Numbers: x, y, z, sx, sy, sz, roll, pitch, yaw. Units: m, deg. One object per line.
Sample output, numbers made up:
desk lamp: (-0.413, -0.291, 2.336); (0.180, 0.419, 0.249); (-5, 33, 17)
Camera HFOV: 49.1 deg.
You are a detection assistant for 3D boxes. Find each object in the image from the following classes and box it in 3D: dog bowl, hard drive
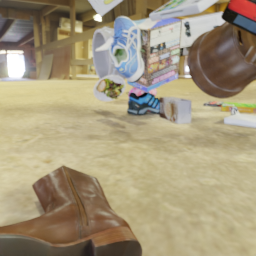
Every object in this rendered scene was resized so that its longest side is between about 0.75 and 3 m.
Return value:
dog bowl: (-0.889, -3.158, 12.313); (0.756, 2.579, 2.579); (-11, 16, -22)
hard drive: (5.112, -0.239, 11.087); (2.111, 0.282, 1.393); (12, 17, 42)

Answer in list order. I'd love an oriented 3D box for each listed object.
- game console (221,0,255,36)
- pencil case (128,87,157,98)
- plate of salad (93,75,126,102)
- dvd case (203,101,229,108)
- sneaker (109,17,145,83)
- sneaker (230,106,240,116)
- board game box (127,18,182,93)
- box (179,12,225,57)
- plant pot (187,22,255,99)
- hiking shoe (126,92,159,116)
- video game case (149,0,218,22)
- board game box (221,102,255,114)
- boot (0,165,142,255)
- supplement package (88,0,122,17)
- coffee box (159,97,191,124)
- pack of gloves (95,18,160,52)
game console: (3.125, -2.477, 6.873); (1.725, 1.024, 1.486); (28, -13, 4)
pencil case: (0.960, -2.155, 17.697); (1.177, 1.177, 2.692); (5, 13, 20)
plate of salad: (-0.402, -0.856, 6.289); (0.761, 0.761, 0.183); (-6, 48, -24)
dvd case: (5.454, -1.362, 16.367); (1.744, 0.192, 1.273); (7, 14, 33)
sneaker: (-0.086, -2.296, 7.701); (0.799, 2.112, 0.813); (-28, -29, 30)
sneaker: (4.916, -0.738, 12.749); (0.821, 0.534, 0.328); (-10, 17, -39)
board game box: (1.067, -3.129, 11.778); (2.051, 2.573, 1.246); (-28, 42, -34)
box: (3.262, -4.244, 12.768); (2.540, 1.482, 0.764); (-10, -18, 3)
plant pot: (3.689, -2.508, 9.290); (2.649, 2.649, 2.623); (-2, -4, -10)
hiking shoe: (1.180, -1.257, 13.661); (2.637, 1.143, 0.981); (-7, 14, -29)
video game case: (1.647, -2.998, 6.336); (1.877, 0.207, 1.711); (-38, 28, -16)
board game box: (6.311, -1.011, 14.344); (2.808, 0.421, 1.341); (3, 14, 26)
boot: (-1.208, 1.121, 3.820); (2.210, 0.761, 2.371); (9, 11, -25)
supplement package: (-0.558, -3.343, 6.784); (0.835, 0.799, 0.614); (-28, 32, 25)
coffee box: (1.997, -0.794, 12.066); (0.666, 0.955, 1.671); (-6, 12, -19)
pack of gloves: (-0.131, -3.380, 9.731); (1.845, 0.433, 2.196); (-43, 30, -15)
